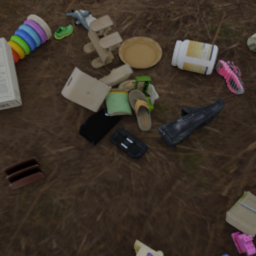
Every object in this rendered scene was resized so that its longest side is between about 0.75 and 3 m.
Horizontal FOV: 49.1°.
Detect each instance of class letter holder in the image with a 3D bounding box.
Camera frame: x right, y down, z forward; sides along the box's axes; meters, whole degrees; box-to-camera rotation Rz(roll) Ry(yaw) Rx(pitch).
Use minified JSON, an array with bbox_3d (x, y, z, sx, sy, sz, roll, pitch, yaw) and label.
[{"bbox_3d":[-3.570,1.532,9.526,1.111,0.790,0.559,-22,62,-13],"label":"letter holder"}]

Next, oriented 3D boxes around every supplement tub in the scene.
[{"bbox_3d":[2.815,-3.038,11.979,1.710,1.235,1.235,15,60,9],"label":"supplement tub"}]

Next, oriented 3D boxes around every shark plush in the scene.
[{"bbox_3d":[-2.413,-5.403,13.780,1.855,0.843,0.773,28,94,10],"label":"shark plush"}]

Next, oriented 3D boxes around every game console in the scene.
[{"bbox_3d":[-0.509,0.312,10.538,2.617,0.316,1.544,35,65,21],"label":"game console"}]

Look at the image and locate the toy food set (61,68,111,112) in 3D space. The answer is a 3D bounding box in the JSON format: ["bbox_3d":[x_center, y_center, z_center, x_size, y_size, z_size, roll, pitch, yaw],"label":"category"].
[{"bbox_3d":[-1.549,-1.415,10.593,1.583,1.136,0.478,25,17,-30],"label":"toy food set"}]

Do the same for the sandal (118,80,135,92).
[{"bbox_3d":[0.184,-1.825,11.674,1.208,0.397,0.443,-12,86,-9],"label":"sandal"}]

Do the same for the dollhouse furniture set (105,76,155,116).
[{"bbox_3d":[0.039,-1.241,10.932,1.818,0.912,1.191,-5,58,-14],"label":"dollhouse furniture set"}]

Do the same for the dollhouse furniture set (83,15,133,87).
[{"bbox_3d":[-1.168,-2.835,11.417,1.594,2.103,2.399,-29,90,-17],"label":"dollhouse furniture set"}]

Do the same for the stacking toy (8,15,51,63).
[{"bbox_3d":[-4.820,-3.619,12.419,1.266,1.266,2.965,30,68,16],"label":"stacking toy"}]

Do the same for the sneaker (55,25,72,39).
[{"bbox_3d":[-3.069,-4.629,13.394,0.380,0.429,1.027,38,66,21],"label":"sneaker"}]

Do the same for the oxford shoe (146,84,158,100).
[{"bbox_3d":[0.993,-1.464,11.626,0.358,0.275,0.951,-35,48,9],"label":"oxford shoe"}]

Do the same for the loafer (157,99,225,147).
[{"bbox_3d":[2.407,-0.386,10.521,2.872,0.975,1.008,-33,78,-14],"label":"loafer"}]

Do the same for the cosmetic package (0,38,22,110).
[{"bbox_3d":[-5.205,-2.082,11.093,1.337,0.944,2.582,-12,81,-6],"label":"cosmetic package"}]

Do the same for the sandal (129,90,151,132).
[{"bbox_3d":[0.509,-0.688,10.717,0.670,0.450,1.667,-16,85,-4],"label":"sandal"}]

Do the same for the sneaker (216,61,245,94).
[{"bbox_3d":[4.521,-2.214,11.889,0.855,0.708,1.793,-11,60,-20],"label":"sneaker"}]

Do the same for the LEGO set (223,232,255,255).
[{"bbox_3d":[3.333,4.334,7.645,1.080,1.162,2.831,-14,60,-7],"label":"LEGO set"}]

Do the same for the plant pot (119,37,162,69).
[{"bbox_3d":[0.544,-3.378,12.752,1.946,0.267,1.946,0,60,0],"label":"plant pot"}]

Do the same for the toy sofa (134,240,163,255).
[{"bbox_3d":[0.162,4.546,7.579,1.257,1.067,2.577,26,63,16],"label":"toy sofa"}]

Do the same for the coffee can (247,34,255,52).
[{"bbox_3d":[6.117,-4.054,12.869,1.011,0.740,0.740,-33,65,-17],"label":"coffee can"}]

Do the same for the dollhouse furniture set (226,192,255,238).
[{"bbox_3d":[4.240,3.193,8.735,1.385,1.061,2.113,-29,39,-30],"label":"dollhouse furniture set"}]
